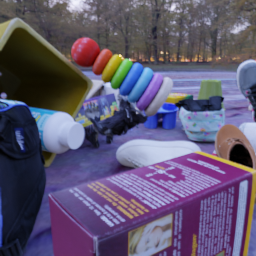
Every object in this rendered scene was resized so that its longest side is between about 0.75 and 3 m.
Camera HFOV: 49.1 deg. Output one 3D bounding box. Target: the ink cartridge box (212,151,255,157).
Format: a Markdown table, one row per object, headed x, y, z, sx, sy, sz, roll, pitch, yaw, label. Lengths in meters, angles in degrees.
| x | y | z | sx | sy | sz | roll | pitch | yaw | label |
| --- | --- | --- | --- | --- | --- | --- | --- | --- | --- |
| 2.474 | 0.907 | 6.100 | 1.325 | 0.567 | 0.978 | 10 | 20 | 30 | ink cartridge box |

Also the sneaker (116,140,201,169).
| x | y | z | sx | sy | sz | roll | pitch | yaw | label |
| --- | --- | --- | --- | --- | --- | --- | --- | --- | --- |
| 0.473 | 0.800 | 6.176 | 2.149 | 0.782 | 0.910 | -7 | 49 | 41 | sneaker |

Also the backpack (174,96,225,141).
| x | y | z | sx | sy | sz | roll | pitch | yaw | label |
| --- | --- | --- | --- | --- | --- | --- | --- | --- | --- |
| 2.537 | -0.335 | 9.438 | 1.726 | 1.309 | 2.068 | -9 | 12 | 8 | backpack |

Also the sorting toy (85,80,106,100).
| x | y | z | sx | sy | sz | roll | pitch | yaw | label |
| --- | --- | --- | --- | --- | --- | --- | --- | --- | --- |
| -2.808 | -1.736 | 14.178 | 2.581 | 0.509 | 2.789 | 14 | 51 | 43 | sorting toy |

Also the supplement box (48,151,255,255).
| x | y | z | sx | sy | sz | roll | pitch | yaw | label |
| --- | --- | --- | --- | --- | --- | --- | --- | --- | --- |
| 0.393 | 1.226 | 3.381 | 2.392 | 1.320 | 1.024 | -10 | 17 | -35 | supplement box |

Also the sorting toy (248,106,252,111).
| x | y | z | sx | sy | sz | roll | pitch | yaw | label |
| --- | --- | --- | --- | --- | --- | --- | --- | --- | --- |
| 6.631 | -1.069 | 14.222 | 0.916 | 0.319 | 0.910 | 7 | 16 | 23 | sorting toy |

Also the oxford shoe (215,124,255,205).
| x | y | z | sx | sy | sz | roll | pitch | yaw | label |
| --- | --- | --- | --- | --- | --- | --- | --- | --- | --- |
| 2.160 | 0.452 | 5.505 | 0.769 | 0.769 | 2.157 | -8 | 31 | 12 | oxford shoe |

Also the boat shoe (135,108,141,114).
| x | y | z | sx | sy | sz | roll | pitch | yaw | label |
| --- | --- | --- | --- | --- | --- | --- | --- | --- | --- |
| 0.337 | -0.578 | 11.805 | 0.288 | 0.307 | 0.832 | 2 | 53 | 32 | boat shoe |

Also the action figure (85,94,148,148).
| x | y | z | sx | sy | sz | roll | pitch | yaw | label |
| --- | --- | --- | --- | --- | --- | --- | --- | --- | --- |
| -0.450 | -0.294 | 7.746 | 1.502 | 1.289 | 2.527 | -14 | -11 | -29 | action figure |

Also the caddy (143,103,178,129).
| x | y | z | sx | sy | sz | roll | pitch | yaw | label |
| --- | --- | --- | --- | --- | --- | --- | --- | --- | --- |
| 1.272 | -0.615 | 11.131 | 1.355 | 1.006 | 1.917 | 1 | 15 | 6 | caddy |

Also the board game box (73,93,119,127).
| x | y | z | sx | sy | sz | roll | pitch | yaw | label |
| --- | --- | --- | --- | --- | --- | --- | --- | --- | --- |
| -2.044 | -0.400 | 9.518 | 2.410 | 0.827 | 2.916 | -12 | 8 | 27 | board game box |

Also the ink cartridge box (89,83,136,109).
| x | y | z | sx | sy | sz | roll | pitch | yaw | label |
| --- | --- | --- | --- | --- | --- | --- | --- | --- | --- |
| -0.571 | -1.715 | 14.859 | 2.040 | 1.196 | 2.786 | -10 | 16 | -42 | ink cartridge box |

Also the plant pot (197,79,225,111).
| x | y | z | sx | sy | sz | roll | pitch | yaw | label |
| --- | --- | --- | --- | --- | --- | --- | --- | --- | --- |
| 4.180 | -1.692 | 14.278 | 1.587 | 1.507 | 1.587 | 0 | 14 | 0 | plant pot |

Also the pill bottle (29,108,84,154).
| x | y | z | sx | sy | sz | roll | pitch | yaw | label |
| --- | --- | --- | --- | --- | --- | --- | --- | --- | --- |
| -1.910 | 0.061 | 6.621 | 1.728 | 0.958 | 0.958 | 9 | 17 | 27 | pill bottle |

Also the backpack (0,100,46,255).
| x | y | z | sx | sy | sz | roll | pitch | yaw | label |
| --- | --- | --- | --- | --- | --- | --- | --- | --- | --- |
| -2.227 | 0.599 | 4.216 | 1.722 | 2.144 | 2.343 | -2 | 13 | -4 | backpack |

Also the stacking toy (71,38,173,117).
| x | y | z | sx | sy | sz | roll | pitch | yaw | label |
| --- | --- | --- | --- | --- | --- | --- | --- | --- | --- |
| -0.215 | -1.321 | 6.733 | 2.501 | 1.068 | 1.068 | 31 | 13 | -7 | stacking toy |

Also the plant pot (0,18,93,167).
| x | y | z | sx | sy | sz | roll | pitch | yaw | label |
| --- | --- | --- | --- | --- | --- | --- | --- | --- | --- |
| -3.026 | -0.902 | 7.107 | 2.609 | 2.550 | 2.534 | 18 | -14 | 41 | plant pot |

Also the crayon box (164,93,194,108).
| x | y | z | sx | sy | sz | roll | pitch | yaw | label |
| --- | --- | --- | --- | --- | --- | --- | --- | --- | --- |
| 2.418 | -1.508 | 15.420 | 1.448 | 0.579 | 2.281 | 12 | 19 | 39 | crayon box |

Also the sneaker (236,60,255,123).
| x | y | z | sx | sy | sz | roll | pitch | yaw | label |
| --- | --- | --- | --- | --- | --- | --- | --- | --- | --- |
| 4.176 | -0.663 | 8.526 | 1.140 | 2.727 | 1.647 | -26 | 19 | 14 | sneaker |

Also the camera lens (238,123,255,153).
| x | y | z | sx | sy | sz | roll | pitch | yaw | label |
| --- | --- | --- | --- | --- | --- | --- | --- | --- | --- |
| 3.435 | 0.375 | 7.107 | 1.236 | 0.989 | 0.989 | 2 | 13 | 36 | camera lens |
